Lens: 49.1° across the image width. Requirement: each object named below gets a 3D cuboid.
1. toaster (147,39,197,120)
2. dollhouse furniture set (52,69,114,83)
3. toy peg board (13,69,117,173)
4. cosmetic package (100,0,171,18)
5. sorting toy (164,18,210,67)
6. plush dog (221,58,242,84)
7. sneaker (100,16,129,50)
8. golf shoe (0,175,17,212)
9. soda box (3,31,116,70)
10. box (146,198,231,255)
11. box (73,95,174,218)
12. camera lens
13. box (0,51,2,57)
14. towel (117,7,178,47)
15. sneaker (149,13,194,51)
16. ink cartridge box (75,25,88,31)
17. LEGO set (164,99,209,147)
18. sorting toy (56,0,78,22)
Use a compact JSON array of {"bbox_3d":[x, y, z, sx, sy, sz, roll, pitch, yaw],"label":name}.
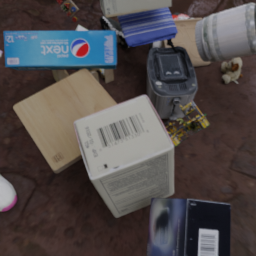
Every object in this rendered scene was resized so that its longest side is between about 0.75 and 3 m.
[{"bbox_3d":[1.479,-1.691,10.453,1.640,1.864,2.885,-4,54,-4],"label":"toaster"},{"bbox_3d":[-1.976,-2.710,11.439,2.237,1.486,1.961,-26,58,-18],"label":"dollhouse furniture set"},{"bbox_3d":[-1.386,-0.084,7.290,2.148,1.055,2.157,-33,65,-17],"label":"toy peg board"},{"bbox_3d":[0.204,-4.452,9.402,2.276,0.832,1.178,-10,41,-5],"label":"cosmetic package"},{"bbox_3d":[2.528,-3.694,12.323,1.949,0.384,2.106,-7,86,-8],"label":"sorting toy"},{"bbox_3d":[4.390,-2.467,11.579,0.912,0.976,1.137,7,54,5],"label":"plush dog"},{"bbox_3d":[-0.402,-4.642,13.346,1.062,0.780,2.347,-31,63,-24],"label":"sneaker"},{"bbox_3d":[-4.555,1.501,8.518,2.757,1.262,1.038,31,59,19],"label":"golf shoe"},{"bbox_3d":[-1.795,-2.123,7.810,2.938,0.996,0.943,-1,95,-3],"label":"soda box"},{"bbox_3d":[0.941,1.918,4.713,0.850,1.368,1.379,11,74,-17],"label":"box"},{"bbox_3d":[0.026,0.692,5.677,1.482,2.318,1.263,-21,57,-5],"label":"box"},{"bbox_3d":[3.387,-3.068,9.230,1.957,1.565,1.565,-5,47,34],"label":"camera lens"},{"bbox_3d":[-3.981,-2.042,6.715,1.742,0.337,0.361,23,77,-33],"label":"box"},{"bbox_3d":[0.530,-4.389,10.575,1.994,0.328,2.754,-15,74,-8],"label":"towel"},{"bbox_3d":[2.282,-4.286,12.902,1.591,0.991,2.968,27,55,21],"label":"sneaker"},{"bbox_3d":[-1.571,-3.217,9.838,0.602,0.309,0.815,25,32,-21],"label":"ink cartridge box"},{"bbox_3d":[1.492,-0.189,7.674,0.796,1.374,1.057,53,28,-4],"label":"LEGO set"},{"bbox_3d":[-2.265,-4.541,10.591,0.522,1.083,0.183,-23,32,40],"label":"sorting toy"}]
